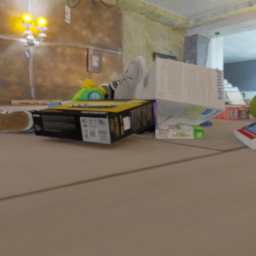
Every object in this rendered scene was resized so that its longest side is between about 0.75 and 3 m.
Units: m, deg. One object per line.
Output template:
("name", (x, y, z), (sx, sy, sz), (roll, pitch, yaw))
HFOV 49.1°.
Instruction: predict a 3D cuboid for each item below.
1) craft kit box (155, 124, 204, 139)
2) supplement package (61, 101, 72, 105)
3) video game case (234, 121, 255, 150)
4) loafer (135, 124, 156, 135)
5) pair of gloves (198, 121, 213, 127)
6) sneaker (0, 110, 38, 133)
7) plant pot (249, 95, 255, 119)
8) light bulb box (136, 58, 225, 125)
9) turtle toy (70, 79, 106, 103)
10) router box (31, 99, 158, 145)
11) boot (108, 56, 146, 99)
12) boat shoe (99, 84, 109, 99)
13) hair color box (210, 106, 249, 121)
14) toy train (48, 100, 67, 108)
("craft kit box", (1.483, 0.097, 8.352), (1.348, 0.331, 1.365), (-2, 6, 7))
("supplement package", (-2.753, -0.914, 13.900), (0.753, 0.748, 0.993), (10, 13, 18))
("video game case", (4.042, -0.320, 6.684), (2.773, 0.242, 1.983), (-27, 1, 13))
("loafer", (0.511, -0.038, 9.002), (1.049, 0.383, 0.374), (-8, 12, -40))
("pair of gloves", (2.425, -0.165, 11.231), (1.740, 0.198, 1.399), (-5, 7, -33))
("sneaker", (-3.723, -0.252, 9.328), (2.257, 0.791, 1.224), (3, 5, 26))
("plant pot", (6.912, -0.894, 13.406), (1.443, 1.443, 1.542), (-2, 20, -16))
("light bulb box", (1.597, -1.024, 9.247), (2.241, 1.398, 2.221), (7, -16, -14))
("turtle toy", (-1.362, -0.795, 11.128), (1.146, 1.653, 2.268), (43, 8, 30))
("router box", (-0.862, -0.274, 7.394), (2.638, 0.689, 2.074), (4, 16, 35))
("boot", (-0.106, -1.715, 10.656), (1.132, 0.871, 2.368), (-15, -27, -21))
("boat shoe", (-1.674, -1.239, 14.323), (0.831, 2.324, 0.695), (28, 34, -24))
("hair color box", (4.989, -0.815, 14.706), (1.268, 0.731, 2.287), (-5, 9, -43))
("toy train", (-3.561, -0.990, 15.334), (1.188, 0.901, 2.079), (-9, 1, 1))
